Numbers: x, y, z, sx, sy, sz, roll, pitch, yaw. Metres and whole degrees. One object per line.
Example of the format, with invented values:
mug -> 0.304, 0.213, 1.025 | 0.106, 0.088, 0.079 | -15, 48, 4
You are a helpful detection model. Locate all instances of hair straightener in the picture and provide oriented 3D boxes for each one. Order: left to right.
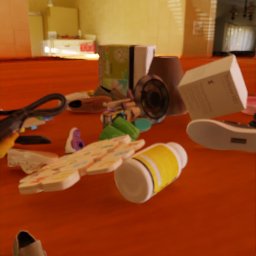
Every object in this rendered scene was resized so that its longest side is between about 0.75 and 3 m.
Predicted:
hair straightener -> -3.505, 0.297, 8.673 | 2.813, 1.082, 0.576 | 2, -26, 29

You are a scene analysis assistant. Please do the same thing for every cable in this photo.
cable -> -3.157, -0.245, 8.168 | 2.842, 0.715, 1.380 | -35, 68, -17

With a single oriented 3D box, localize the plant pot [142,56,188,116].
plant pot -> 1.715, -2.067, 13.105 | 2.337, 2.500, 2.337 | 0, 18, 0

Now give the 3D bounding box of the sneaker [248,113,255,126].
sneaker -> 4.889, -0.223, 10.463 | 1.072, 0.700, 1.916 | -1, 20, -4

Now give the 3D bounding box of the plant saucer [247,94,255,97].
plant saucer -> 6.353, -1.603, 15.180 | 1.655, 0.303, 1.655 | -1, 18, 0

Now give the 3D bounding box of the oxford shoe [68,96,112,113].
oxford shoe -> -1.751, -1.055, 12.648 | 2.021, 0.721, 0.720 | -8, -4, 6

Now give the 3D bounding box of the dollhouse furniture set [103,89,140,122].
dollhouse furniture set -> -0.328, -0.423, 10.400 | 1.085, 1.528, 1.211 | -13, 54, -16

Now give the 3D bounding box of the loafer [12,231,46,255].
loafer -> -1.507, 2.011, 4.296 | 0.462, 0.428, 1.228 | -15, 24, -37

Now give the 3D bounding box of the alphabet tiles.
alphabet tiles -> -1.135, 0.791, 6.755 | 2.812, 0.210, 2.875 | -13, 10, 31

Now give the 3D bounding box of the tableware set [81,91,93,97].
tableware set -> -2.104, -1.979, 16.485 | 0.910, 0.207, 1.350 | -13, 21, -41

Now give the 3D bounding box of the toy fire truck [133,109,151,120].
toy fire truck -> 0.712, -0.526, 11.672 | 0.723, 0.528, 0.821 | -14, 27, -38

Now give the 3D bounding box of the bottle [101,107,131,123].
bottle -> -0.484, -0.618, 11.737 | 0.778, 0.608, 1.862 | 18, 24, 23

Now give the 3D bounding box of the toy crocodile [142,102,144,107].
toy crocodile -> -0.051, -1.033, 13.092 | 1.707, 0.527, 0.576 | -3, 6, 27

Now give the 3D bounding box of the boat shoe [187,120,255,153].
boat shoe -> 3.233, 0.154, 8.992 | 2.624, 0.917, 0.869 | 6, 21, 13

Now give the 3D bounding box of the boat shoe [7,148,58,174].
boat shoe -> -2.477, 0.879, 7.209 | 1.705, 0.591, 0.604 | 2, -8, 35

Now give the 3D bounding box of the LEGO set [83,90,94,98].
LEGO set -> -1.949, -1.629, 14.680 | 0.701, 0.651, 1.707 | -11, 20, -35

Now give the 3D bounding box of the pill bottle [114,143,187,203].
pill bottle -> 0.613, 0.939, 6.558 | 0.996, 0.996, 1.790 | 15, 25, 38

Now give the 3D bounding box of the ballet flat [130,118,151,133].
ballet flat -> 0.130, -0.015, 10.227 | 1.575, 0.541, 0.496 | -11, -8, -36

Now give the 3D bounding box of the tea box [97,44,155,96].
tea box -> -0.062, -3.171, 15.720 | 2.839, 2.886, 1.928 | 6, 20, 18

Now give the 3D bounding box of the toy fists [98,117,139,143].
toy fists -> -0.230, 0.268, 8.886 | 0.916, 0.618, 1.796 | 30, 24, 8

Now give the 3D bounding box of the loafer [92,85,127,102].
loafer -> -0.662, -1.565, 13.842 | 2.160, 0.752, 0.812 | 15, 23, -3

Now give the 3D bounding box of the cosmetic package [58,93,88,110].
cosmetic package -> -2.720, -1.339, 13.989 | 0.772, 0.545, 1.492 | 8, 21, 25

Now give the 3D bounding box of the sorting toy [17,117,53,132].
sorting toy -> -4.012, -0.098, 10.753 | 2.277, 0.310, 1.282 | -17, 21, -42

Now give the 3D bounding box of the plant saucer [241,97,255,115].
plant saucer -> 6.047, -0.996, 13.037 | 2.026, 0.514, 2.026 | -1, 19, 0

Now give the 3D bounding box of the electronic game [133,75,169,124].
electronic game -> 0.964, -1.141, 11.215 | 1.981, 1.981, 0.412 | -16, 11, -39

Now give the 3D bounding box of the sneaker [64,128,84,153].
sneaker -> -1.678, 0.466, 8.990 | 0.558, 0.540, 1.338 | 15, 24, -9

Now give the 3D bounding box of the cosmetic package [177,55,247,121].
cosmetic package -> 3.361, -1.520, 11.057 | 2.059, 1.723, 1.713 | -16, 23, 33

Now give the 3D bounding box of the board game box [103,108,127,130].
board game box -> -0.462, -0.222, 10.178 | 0.301, 0.878, 1.062 | 14, 23, 37
